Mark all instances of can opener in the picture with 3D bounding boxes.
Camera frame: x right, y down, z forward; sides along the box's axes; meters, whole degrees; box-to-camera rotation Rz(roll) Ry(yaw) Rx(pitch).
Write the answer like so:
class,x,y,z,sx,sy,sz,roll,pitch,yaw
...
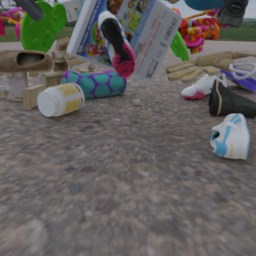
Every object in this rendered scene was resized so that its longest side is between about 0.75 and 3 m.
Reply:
class,x,y,z,sx,sy,sz,roll,pitch,yaw
can opener,-2.283,-2.559,5.393,0.469,1.404,0.374,-29,59,14

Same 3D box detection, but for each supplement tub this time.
class,x,y,z,sx,sy,sz,roll,pitch,yaw
supplement tub,-2.211,-0.928,9.261,0.956,0.956,1.315,14,24,32

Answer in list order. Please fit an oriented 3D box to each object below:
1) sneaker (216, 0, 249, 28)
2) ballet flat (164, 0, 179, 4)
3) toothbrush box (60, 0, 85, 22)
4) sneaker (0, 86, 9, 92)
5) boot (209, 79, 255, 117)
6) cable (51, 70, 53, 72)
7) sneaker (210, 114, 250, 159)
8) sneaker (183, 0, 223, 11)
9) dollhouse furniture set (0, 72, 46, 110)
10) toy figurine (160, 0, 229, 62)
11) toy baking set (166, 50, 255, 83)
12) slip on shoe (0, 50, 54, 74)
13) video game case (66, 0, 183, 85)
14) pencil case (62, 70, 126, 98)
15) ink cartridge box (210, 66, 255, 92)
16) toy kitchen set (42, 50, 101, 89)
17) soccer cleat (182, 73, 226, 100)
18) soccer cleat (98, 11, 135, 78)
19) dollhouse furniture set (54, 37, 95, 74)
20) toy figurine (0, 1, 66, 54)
class,x,y,z,sx,sy,sz,roll,pitch,yaw
sneaker,2.618,-3.050,6.879,0.672,1.007,1.757,19,26,10
ballet flat,0.867,-4.192,8.307,1.594,0.563,0.563,24,15,-17
toothbrush box,-1.862,-4.698,10.713,1.230,0.901,0.525,-9,59,5
sneaker,-5.536,-1.683,12.258,0.811,0.300,0.332,3,1,4
boot,3.674,-0.979,9.805,1.544,0.865,2.232,9,36,11
cable,-4.138,-3.234,15.195,1.276,0.442,1.276,39,28,3
sneaker,2.445,0.115,6.886,0.784,0.743,1.941,4,20,14
sneaker,2.668,-4.301,9.085,1.806,0.691,0.729,1,61,-1
dollhouse furniture set,-4.440,-1.537,10.428,2.480,1.285,1.098,6,20,16
toy figurine,2.686,-3.770,9.738,2.622,2.138,2.848,-23,49,6
toy baking set,2.223,-1.466,6.796,2.796,0.325,2.146,-7,25,22
slip on shoe,-2.688,-1.643,6.860,1.667,0.634,0.505,6,-10,2
video game case,0.056,-2.389,7.053,2.886,2.067,0.260,10,21,-46
pencil case,-1.361,-1.828,11.352,2.475,1.144,1.053,-8,22,-22
ink cartridge box,4.694,-2.276,12.341,1.989,0.436,2.008,25,13,-16
toy kitchen set,-2.372,-2.397,12.064,2.057,1.679,1.856,-18,28,-39
soccer cleat,3.098,-1.774,11.435,2.264,0.977,0.791,-13,24,-30
soccer cleat,-0.232,-1.842,6.201,0.537,1.538,0.664,-21,45,2
dollhouse furniture set,-2.290,-2.931,12.457,1.051,2.028,0.898,-27,-3,-24
toy figurine,-3.420,-3.493,8.928,2.029,1.655,2.205,21,51,15
